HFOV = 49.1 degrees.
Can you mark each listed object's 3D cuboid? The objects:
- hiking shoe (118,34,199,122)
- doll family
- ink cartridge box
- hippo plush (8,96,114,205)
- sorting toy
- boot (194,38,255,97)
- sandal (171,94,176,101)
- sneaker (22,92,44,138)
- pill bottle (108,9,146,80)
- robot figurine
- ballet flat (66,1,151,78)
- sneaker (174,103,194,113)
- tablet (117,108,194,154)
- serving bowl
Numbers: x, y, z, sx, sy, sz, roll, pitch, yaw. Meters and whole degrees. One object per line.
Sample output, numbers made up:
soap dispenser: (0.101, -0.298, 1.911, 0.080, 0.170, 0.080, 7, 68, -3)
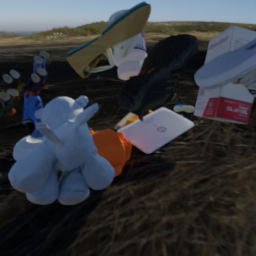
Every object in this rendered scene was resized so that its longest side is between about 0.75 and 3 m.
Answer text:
hiking shoe: (0.812, -1.207, 6.764, 1.169, 2.321, 0.879, 35, 14, -53)
doll family: (-2.751, -1.138, 7.525, 0.854, 1.257, 2.175, 46, 60, 6)
ink cartridge box: (3.145, -1.561, 8.881, 1.104, 2.667, 1.944, 11, 3, -5)
hippo plush: (-1.191, 0.211, 4.583, 1.502, 1.886, 1.516, -20, 43, -10)
sorting toy: (0.948, -0.337, 12.229, 2.539, 0.463, 2.350, 8, 24, 19)
boot: (2.612, -1.127, 5.995, 2.450, 1.171, 0.901, -28, 28, -9)
sandal: (1.807, -1.346, 11.806, 0.234, 0.325, 0.819, 24, 10, -16)
sneaker: (-2.794, -0.433, 8.104, 0.505, 1.534, 0.601, -28, -16, 29)
pill bottle: (-0.004, -3.375, 11.613, 1.449, 2.581, 1.449, -5, -8, -1)
robot figurine: (-1.027, 0.818, 8.308, 2.319, 1.668, 1.352, -16, -9, -32)
ballet flat: (-0.365, -1.841, 6.302, 2.636, 0.831, 0.905, -16, 18, 44)
sneaker: (2.801, -1.035, 14.014, 1.001, 0.384, 0.557, -1, 30, 14)
tablet: (1.101, 0.002, 10.974, 2.701, 0.184, 1.758, -28, 44, -33)
serving bowl: (-3.165, 0.620, 9.811, 1.685, 0.554, 1.685, 1, 23, 0)
